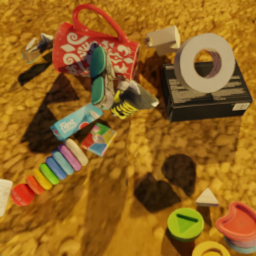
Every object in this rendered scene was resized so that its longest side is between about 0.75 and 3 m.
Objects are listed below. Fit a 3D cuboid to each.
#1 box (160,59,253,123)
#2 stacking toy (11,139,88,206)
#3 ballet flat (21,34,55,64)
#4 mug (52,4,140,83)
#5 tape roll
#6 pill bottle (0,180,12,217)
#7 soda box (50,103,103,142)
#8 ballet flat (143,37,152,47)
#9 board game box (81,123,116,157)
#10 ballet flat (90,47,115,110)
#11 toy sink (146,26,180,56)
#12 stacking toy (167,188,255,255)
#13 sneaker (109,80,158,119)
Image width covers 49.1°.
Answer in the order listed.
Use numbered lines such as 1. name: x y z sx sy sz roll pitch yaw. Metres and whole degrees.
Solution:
1. box: 2.527 -1.261 9.437 2.578 1.017 1.819 -5 61 -3
2. stacking toy: -2.266 1.333 7.893 2.250 0.960 0.960 -41 66 -17
3. ballet flat: -3.299 -3.136 10.571 0.597 0.636 1.760 28 60 36
4. mug: -1.027 -2.653 9.606 2.698 2.395 1.800 14 61 4
5. tape roll: 2.244 -1.892 8.309 1.694 0.559 1.694 -2 98 -10
6. pill bottle: -3.615 2.004 7.410 0.738 0.738 1.291 8 73 5
7. soda box: -1.521 -0.218 8.404 1.518 0.487 0.515 -36 97 -31
8. ballet flat: 0.742 -3.114 10.235 0.340 0.964 0.315 -32 98 14
9. board game box: -0.914 0.362 8.874 0.734 0.193 0.959 23 57 14
10. ballet flat: -0.762 -1.472 8.615 0.803 0.803 2.233 -2 60 -1
11. toy sink: 1.351 -3.284 10.778 1.169 0.655 0.762 -9 61 23
12. stacking toy: 2.206 2.802 7.275 2.174 0.918 1.968 -31 37 -21
13. sneaker: 0.045 -0.709 8.522 1.004 2.695 1.140 37 89 -16
